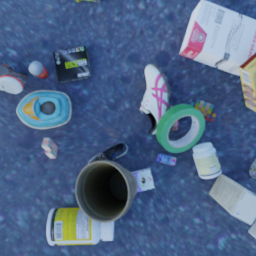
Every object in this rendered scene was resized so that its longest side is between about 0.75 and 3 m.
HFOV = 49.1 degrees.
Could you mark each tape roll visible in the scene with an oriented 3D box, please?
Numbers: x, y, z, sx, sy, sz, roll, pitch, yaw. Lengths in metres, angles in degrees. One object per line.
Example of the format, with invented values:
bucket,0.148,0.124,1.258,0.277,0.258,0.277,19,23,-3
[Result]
tape roll,1.921,0.043,10.242,1.832,0.440,1.832,-11,122,-19

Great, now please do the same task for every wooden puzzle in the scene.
wooden puzzle,2.937,-0.700,10.991,1.121,0.079,0.665,21,88,3

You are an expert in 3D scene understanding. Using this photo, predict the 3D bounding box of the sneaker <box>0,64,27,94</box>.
sneaker,-5.023,-2.015,10.839,2.426,0.935,0.993,16,52,5

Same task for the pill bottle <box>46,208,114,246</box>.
pill bottle,-1.672,3.541,10.117,2.247,1.284,1.284,-1,86,0

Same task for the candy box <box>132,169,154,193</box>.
candy box,0.478,2.029,10.702,0.914,0.327,0.767,-13,86,0

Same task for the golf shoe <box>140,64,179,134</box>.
golf shoe,0.997,-1.073,10.514,1.247,0.983,2.709,-15,86,-10

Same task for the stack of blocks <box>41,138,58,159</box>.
stack of blocks,-2.930,0.771,10.475,0.235,0.804,0.463,-1,59,12

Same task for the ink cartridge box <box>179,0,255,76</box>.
ink cartridge box,3.523,-3.318,10.544,2.604,1.098,1.885,19,85,-4

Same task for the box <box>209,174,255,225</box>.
box,3.695,2.414,9.742,0.793,2.040,0.969,30,94,-6

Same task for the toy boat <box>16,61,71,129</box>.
toy boat,-3.254,-1.189,10.504,2.079,1.150,2.474,-8,86,0

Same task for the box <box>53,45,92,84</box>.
box,-2.193,-2.487,11.014,1.320,0.314,1.275,-10,83,0

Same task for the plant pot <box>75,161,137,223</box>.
plant pot,-0.539,2.115,9.801,2.014,1.748,2.014,-2,85,23

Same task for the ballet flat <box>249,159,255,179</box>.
ballet flat,5.420,1.153,10.579,1.995,0.718,0.718,-44,87,-3

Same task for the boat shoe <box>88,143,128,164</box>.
boat shoe,-0.805,1.095,10.573,1.737,0.576,0.607,-27,71,-3

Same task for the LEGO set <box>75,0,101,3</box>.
LEGO set,-1.557,-5.798,10.875,1.363,1.027,1.773,16,86,1

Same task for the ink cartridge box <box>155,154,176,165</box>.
ink cartridge box,1.389,1.196,10.657,0.766,0.523,0.293,15,80,1

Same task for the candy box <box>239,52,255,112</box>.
candy box,4.803,-1.714,10.059,1.340,2.296,0.648,-41,46,-3

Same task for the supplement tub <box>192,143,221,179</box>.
supplement tub,2.909,1.216,10.410,0.846,0.846,1.167,-19,97,-1

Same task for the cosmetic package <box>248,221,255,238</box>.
cosmetic package,5.584,3.776,9.795,1.531,1.857,1.532,38,88,3
